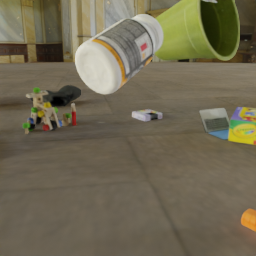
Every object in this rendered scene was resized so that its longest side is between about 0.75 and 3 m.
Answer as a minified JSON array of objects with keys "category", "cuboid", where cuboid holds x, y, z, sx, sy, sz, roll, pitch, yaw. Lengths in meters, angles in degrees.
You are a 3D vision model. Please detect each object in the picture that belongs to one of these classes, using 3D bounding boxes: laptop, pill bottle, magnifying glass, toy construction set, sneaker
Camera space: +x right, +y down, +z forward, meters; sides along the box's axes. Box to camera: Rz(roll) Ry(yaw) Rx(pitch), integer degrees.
[{"category":"laptop","cuboid":[2.786,-0.149,8.145,1.024,1.093,0.634,-7,-15,-27]},{"category":"pill bottle","cuboid":[-0.133,-1.939,7.058,1.323,1.323,2.273,13,44,37]},{"category":"magnifying glass","cuboid":[2.416,1.498,3.144,0.907,0.255,2.280,-14,20,-39]},{"category":"toy construction set","cuboid":[-2.443,-0.623,8.683,1.579,1.214,1.317,-5,17,-18]},{"category":"sneaker","cuboid":[-2.795,-1.282,12.082,0.933,0.781,2.055,25,35,36]}]

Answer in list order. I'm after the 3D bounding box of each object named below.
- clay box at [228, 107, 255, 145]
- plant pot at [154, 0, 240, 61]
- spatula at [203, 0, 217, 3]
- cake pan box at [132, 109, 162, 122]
[{"category":"clay box","cuboid":[4.230,0.033,7.344,2.830,0.674,1.626,7,19,25]},{"category":"plant pot","cuboid":[2.208,-3.534,10.190,2.724,2.724,2.587,-15,7,-42]},{"category":"spatula","cuboid":[1.123,-3.163,6.553,1.623,0.187,2.334,23,27,16]},{"category":"cake pan box","cuboid":[0.678,-0.444,9.861,0.771,0.219,0.837,-12,20,-30]}]
